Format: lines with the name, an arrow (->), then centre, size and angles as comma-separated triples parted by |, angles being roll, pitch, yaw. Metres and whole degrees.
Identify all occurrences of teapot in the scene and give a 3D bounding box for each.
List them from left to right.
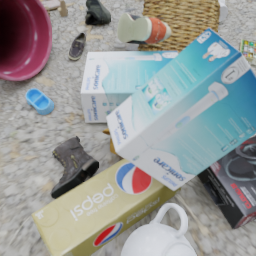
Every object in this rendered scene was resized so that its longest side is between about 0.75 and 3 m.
teapot -> 0.647, 2.262, 4.595 | 1.451, 1.074, 1.470 | -41, 101, -39

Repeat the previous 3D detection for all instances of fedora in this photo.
fedora -> 0.024, 0.410, 6.646 | 1.392, 1.392, 0.568 | 12, 84, 9

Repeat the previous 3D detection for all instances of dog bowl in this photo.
dog bowl -> -2.517, -0.771, 7.902 | 0.916, 0.227, 0.511 | 39, 75, 18

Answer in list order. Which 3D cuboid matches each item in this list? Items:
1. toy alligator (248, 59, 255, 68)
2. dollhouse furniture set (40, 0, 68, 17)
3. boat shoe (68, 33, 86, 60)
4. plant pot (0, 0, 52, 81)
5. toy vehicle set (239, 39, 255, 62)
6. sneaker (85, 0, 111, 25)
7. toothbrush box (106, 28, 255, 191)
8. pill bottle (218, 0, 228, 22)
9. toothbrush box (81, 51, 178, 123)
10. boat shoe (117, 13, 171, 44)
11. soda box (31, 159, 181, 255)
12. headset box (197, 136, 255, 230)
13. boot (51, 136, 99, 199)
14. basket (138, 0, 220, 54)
toy alligator -> 2.879, -1.893, 8.537 | 2.383, 0.573, 0.790 | 22, 55, 38
dollhouse furniture set -> -3.121, -5.185, 11.303 | 0.875, 0.748, 1.689 | -21, 54, -16
boat shoe -> -1.723, -2.806, 9.536 | 0.443, 0.399, 1.232 | 17, 51, -1
plant pot -> -4.047, -2.840, 8.368 | 2.353, 2.629, 2.629 | 14, 51, 27
toy vehicle set -> 4.174, -2.647, 9.618 | 0.653, 0.139, 1.051 | 14, 52, 11
sneaker -> -1.412, -4.517, 10.845 | 0.904, 0.603, 1.578 | -22, 59, -25
toothbrush box -> 1.029, -0.176, 4.697 | 2.255, 1.651, 0.962 | -41, 37, 16
pill bottle -> 3.168, -4.811, 10.891 | 0.905, 0.905, 1.630 | -13, 52, -10
toothbrush box -> 0.122, -1.163, 7.712 | 2.594, 1.107, 1.899 | -1, 47, -1
boat shoe -> 0.352, -2.923, 8.320 | 0.754, 0.858, 2.410 | -3, 20, -24
soda box -> -0.300, 1.501, 5.701 | 2.970, 0.951, 1.006 | -28, 56, -22
headset box -> 2.610, 1.120, 6.124 | 2.019, 0.780, 1.502 | -17, 53, -15
boot -> -1.445, 0.887, 6.587 | 1.378, 0.477, 1.199 | -39, 51, -20
basket -> 1.715, -3.182, 9.345 | 2.435, 1.814, 1.738 | 8, 6, 18
